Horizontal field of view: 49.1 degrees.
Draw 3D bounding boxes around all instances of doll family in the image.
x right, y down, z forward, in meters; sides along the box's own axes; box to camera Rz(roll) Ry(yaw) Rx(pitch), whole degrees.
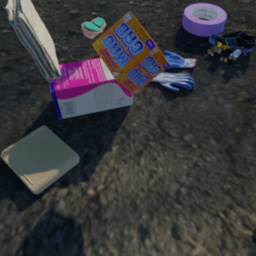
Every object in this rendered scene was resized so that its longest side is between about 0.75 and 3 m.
[{"bbox_3d":[4.456,-3.466,12.571,1.653,0.649,0.956,39,56,22],"label":"doll family"}]

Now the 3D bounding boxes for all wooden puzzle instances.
[{"bbox_3d":[-2.815,0.985,9.056,1.916,0.357,1.773,39,60,22],"label":"wooden puzzle"}]

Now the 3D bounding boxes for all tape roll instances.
[{"bbox_3d":[3.831,-5.478,14.164,2.072,0.680,2.072,0,51,1],"label":"tape roll"}]

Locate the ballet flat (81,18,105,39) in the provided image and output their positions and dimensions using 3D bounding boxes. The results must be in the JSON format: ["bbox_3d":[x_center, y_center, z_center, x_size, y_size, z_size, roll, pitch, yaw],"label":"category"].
[{"bbox_3d":[-1.369,-3.808,10.930,0.668,0.668,1.922,13,31,11],"label":"ballet flat"}]

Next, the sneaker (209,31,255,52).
[{"bbox_3d":[4.831,-4.143,12.968,2.052,0.800,0.720,14,52,11],"label":"sneaker"}]

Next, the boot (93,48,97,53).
[{"bbox_3d":[-0.783,-4.039,13.095,1.749,0.614,1.279,-6,44,-6],"label":"boot"}]

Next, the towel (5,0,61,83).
[{"bbox_3d":[-2.617,-2.624,7.800,0.500,1.924,2.903,-25,39,-1],"label":"towel"}]

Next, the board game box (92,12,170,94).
[{"bbox_3d":[0.120,-2.169,8.367,1.440,1.441,1.440,-38,68,12],"label":"board game box"}]

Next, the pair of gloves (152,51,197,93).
[{"bbox_3d":[1.871,-2.457,11.917,2.024,0.287,2.517,10,50,8],"label":"pair of gloves"}]

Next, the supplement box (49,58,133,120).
[{"bbox_3d":[-1.350,-1.532,10.382,2.839,1.437,1.467,-11,51,-9],"label":"supplement box"}]
